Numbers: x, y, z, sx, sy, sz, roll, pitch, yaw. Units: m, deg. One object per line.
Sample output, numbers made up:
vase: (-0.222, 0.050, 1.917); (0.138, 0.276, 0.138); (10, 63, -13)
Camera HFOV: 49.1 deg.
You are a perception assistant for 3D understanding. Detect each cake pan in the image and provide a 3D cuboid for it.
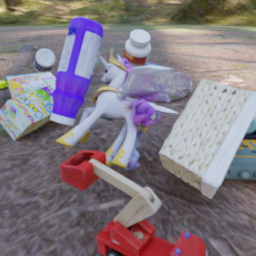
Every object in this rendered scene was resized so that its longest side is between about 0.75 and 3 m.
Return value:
cake pan: (1.325, -1.656, 11.430); (2.495, 0.458, 2.495); (-2, 26, 1)

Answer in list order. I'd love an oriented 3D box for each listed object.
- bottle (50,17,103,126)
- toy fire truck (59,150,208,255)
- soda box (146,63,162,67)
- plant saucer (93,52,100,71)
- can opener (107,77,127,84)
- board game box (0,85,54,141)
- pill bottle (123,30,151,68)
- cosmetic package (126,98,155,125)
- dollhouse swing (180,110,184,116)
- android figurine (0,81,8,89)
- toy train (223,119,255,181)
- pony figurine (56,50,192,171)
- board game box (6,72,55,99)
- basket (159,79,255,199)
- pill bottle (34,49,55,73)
bottle: (-1.080, -1.103, 5.666); (0.679, 2.081, 0.869); (14, 2, -23)
toy fire truck: (0.076, 1.264, 3.890); (2.163, 1.525, 0.527); (14, 29, 29)
soda box: (1.328, -2.966, 14.418); (0.490, 0.464, 1.445); (-20, 32, -36)
plant saucer: (-1.594, -2.656, 10.622); (1.143, 1.143, 0.287); (12, 32, 24)
can opener: (-0.416, -2.199, 13.007); (1.341, 0.353, 0.446); (0, 60, 4)
board game box: (-2.776, -0.483, 8.151); (0.859, 0.875, 1.668); (-36, 4, 34)
pill bottle: (0.229, -2.075, 7.960); (0.727, 1.297, 0.727); (5, 54, -6)
cosmetic package: (0.157, -0.561, 9.071); (1.313, 0.533, 0.741); (17, 31, 30)
dollhouse swing: (2.144, 0.197, 7.748); (1.378, 1.211, 1.252); (14, 71, 27)
android figurine: (-5.839, -1.869, 12.287); (1.187, 0.244, 1.080); (9, 26, 20)
toy train: (2.497, 0.493, 6.049); (2.574, 1.097, 1.467); (2, 41, 11)
pony figurine: (0.017, -0.383, 5.464); (2.228, 2.308, 1.922); (19, -16, 16)
board game box: (-3.868, -1.669, 11.536); (1.897, 0.483, 2.822); (-11, 27, -23)
basket: (1.457, 0.179, 5.130); (1.118, 1.228, 1.812); (27, 75, 20)
pill bottle: (-2.176, -1.685, 7.225); (0.467, 0.467, 0.780); (-12, -1, -24)
